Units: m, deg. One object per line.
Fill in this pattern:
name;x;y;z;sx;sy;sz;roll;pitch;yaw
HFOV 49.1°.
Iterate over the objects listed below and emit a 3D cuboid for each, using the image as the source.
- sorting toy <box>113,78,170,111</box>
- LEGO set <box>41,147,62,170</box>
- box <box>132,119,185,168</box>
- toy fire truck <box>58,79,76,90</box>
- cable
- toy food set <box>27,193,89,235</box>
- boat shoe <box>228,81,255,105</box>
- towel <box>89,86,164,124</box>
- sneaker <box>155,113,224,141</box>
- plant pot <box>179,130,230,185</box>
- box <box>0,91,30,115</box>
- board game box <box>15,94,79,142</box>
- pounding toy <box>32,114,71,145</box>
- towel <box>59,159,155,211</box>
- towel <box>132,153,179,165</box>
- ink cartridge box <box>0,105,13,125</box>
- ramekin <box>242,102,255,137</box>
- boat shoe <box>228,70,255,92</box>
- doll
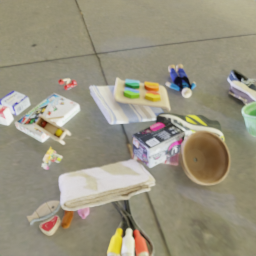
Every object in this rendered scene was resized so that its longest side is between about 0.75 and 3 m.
sorting toy;0.582;-1.487;11.572;2.293;0.418;2.122;11;30;-5
LEGO set;-2.532;1.037;9.426;0.513;1.379;0.635;30;65;-10
box;1.106;0.555;10.117;1.616;0.927;1.068;-24;40;-25
toy fire truck;-2.910;-2.163;13.484;0.862;0.608;0.210;-32;54;-28
cable;0.056;2.803;8.368;1.404;0.727;2.891;5;42;-10
toy food set;-1.965;2.540;8.883;2.198;0.346;1.397;-34;51;-30
boat shoe;5.460;-1.366;12.680;0.746;0.618;2.077;-17;47;-36
towel;0.017;-1.059;11.726;2.921;0.348;2.146;-6;50;-36
sneaker;2.445;-0.051;11.227;2.730;1.017;1.155;19;40;7
plant pot;2.518;1.077;9.745;1.852;0.855;1.852;5;74;-17
box;-5.062;-1.121;12.515;0.933;0.490;0.858;21;48;21
board game box;-3.393;-0.506;11.951;1.475;0.404;2.337;25;50;23
pounding toy;-2.851;-0.189;10.516;1.741;0.995;0.999;26;77;28
towel;-0.739;1.747;8.948;2.878;0.496;1.907;-10;16;-14
towel;1.091;0.837;10.765;1.697;0.193;1.223;7;46;8
ink cartridge box;-5.477;-0.587;11.795;1.011;0.746;0.433;13;46;12
ramekin;5.499;-0.362;10.890;1.913;0.934;1.913;-14;21;5
boat shoe;5.633;-2.124;13.439;0.739;0.610;1.973;-18;47;-17
doll;2.537;-2.234;13.610;1.461;0.519;2.142;-6;49;-10
